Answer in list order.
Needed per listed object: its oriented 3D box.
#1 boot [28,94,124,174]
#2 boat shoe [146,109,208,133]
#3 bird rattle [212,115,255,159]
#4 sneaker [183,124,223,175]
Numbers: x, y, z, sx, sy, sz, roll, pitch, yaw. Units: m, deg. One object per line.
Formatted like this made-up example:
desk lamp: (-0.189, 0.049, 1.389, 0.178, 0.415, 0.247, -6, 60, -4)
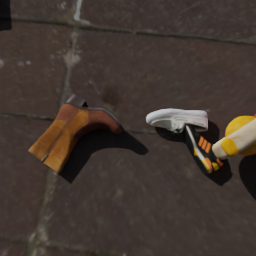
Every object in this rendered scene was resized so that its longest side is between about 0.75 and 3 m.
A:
boot: (-1.348, 0.281, 7.398, 1.907, 0.694, 2.026, 29, 73, 10)
boat shoe: (1.361, -0.150, 7.564, 1.701, 0.626, 0.568, -4, 62, -3)
bird rattle: (2.973, -0.095, 6.491, 2.349, 2.881, 1.623, -31, 88, 6)
sneaker: (1.985, 0.493, 7.443, 0.637, 0.495, 1.417, -22, 76, -12)
